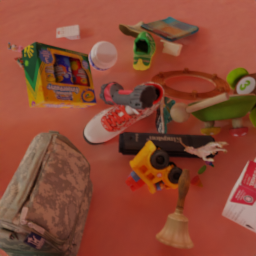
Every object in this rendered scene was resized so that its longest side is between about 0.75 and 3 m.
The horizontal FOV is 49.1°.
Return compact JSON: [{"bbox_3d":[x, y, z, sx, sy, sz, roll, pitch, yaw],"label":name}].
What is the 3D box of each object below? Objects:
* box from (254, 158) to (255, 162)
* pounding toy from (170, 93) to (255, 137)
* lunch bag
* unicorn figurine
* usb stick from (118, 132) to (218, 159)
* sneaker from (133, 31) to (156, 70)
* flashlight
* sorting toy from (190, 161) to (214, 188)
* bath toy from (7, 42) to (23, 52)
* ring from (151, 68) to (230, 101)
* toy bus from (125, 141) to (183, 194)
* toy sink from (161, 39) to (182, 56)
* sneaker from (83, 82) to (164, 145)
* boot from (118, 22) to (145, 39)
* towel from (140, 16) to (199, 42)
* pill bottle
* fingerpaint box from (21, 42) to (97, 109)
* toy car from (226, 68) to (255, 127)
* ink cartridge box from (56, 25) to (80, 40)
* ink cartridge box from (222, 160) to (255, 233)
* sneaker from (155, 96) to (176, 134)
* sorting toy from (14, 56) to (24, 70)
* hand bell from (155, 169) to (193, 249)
[{"bbox_3d":[4.831,0.957,6.798,2.896,1.689,0.871,10,50,7],"label":"box"},{"bbox_3d":[2.595,-0.250,8.055,1.935,1.163,2.507,-9,-2,44],"label":"pounding toy"},{"bbox_3d":[-1.785,1.510,5.988,1.669,2.009,2.395,3,47,9],"label":"lunch bag"},{"bbox_3d":[2.039,0.589,7.370,1.134,0.419,0.779,-6,12,-31],"label":"unicorn figurine"},{"bbox_3d":[1.119,0.483,7.915,2.777,0.453,0.770,3,50,-3],"label":"usb stick"},{"bbox_3d":[0.655,-3.156,10.824,0.838,0.945,2.262,4,48,4],"label":"sneaker"},{"bbox_3d":[-0.031,-0.896,7.419,0.691,0.688,2.033,-18,15,-31],"label":"flashlight"},{"bbox_3d":[2.034,1.249,7.488,0.310,0.312,0.899,42,67,2],"label":"sorting toy"},{"bbox_3d":[-4.209,-3.086,10.857,0.832,0.308,0.362,10,24,-13],"label":"bath toy"},{"bbox_3d":[2.071,-1.548,9.372,2.617,0.251,2.617,0,30,0],"label":"ring"},{"bbox_3d":[0.623,1.193,7.089,1.287,0.910,1.341,-44,98,-2],"label":"toy bus"},{"bbox_3d":[1.645,-3.146,11.037,0.794,0.445,0.518,23,26,14],"label":"toy sink"},{"bbox_3d":[-0.118,-0.478,8.096,2.605,1.396,0.870,-28,79,-21],"label":"sneaker"},{"bbox_3d":[0.249,-4.372,12.237,1.148,0.414,0.888,28,55,15],"label":"boot"},{"bbox_3d":[1.809,-4.233,11.875,1.683,0.249,2.295,32,42,25],"label":"towel"},{"bbox_3d":[-0.854,-2.482,9.680,0.910,0.910,1.520,-12,8,-10],"label":"pill bottle"},{"bbox_3d":[-1.979,-1.465,8.340,0.740,2.016,1.682,-14,83,37],"label":"fingerpaint box"},{"bbox_3d":[4.530,-1.738,8.419,2.156,2.733,2.245,-6,49,-6],"label":"toy car"},{"bbox_3d":[-2.597,-4.092,12.153,0.992,0.249,0.804,-11,51,0],"label":"ink cartridge box"},{"bbox_3d":[3.327,1.802,6.208,1.976,1.435,0.824,25,50,20],"label":"ink cartridge box"},{"bbox_3d":[1.208,-0.418,8.741,0.622,0.605,1.562,13,50,-1],"label":"sneaker"},{"bbox_3d":[-3.795,-2.536,10.409,0.624,0.219,1.294,-25,44,-26],"label":"sorting toy"},{"bbox_3d":[1.145,1.694,6.125,0.824,0.824,1.582,10,86,9],"label":"hand bell"}]
